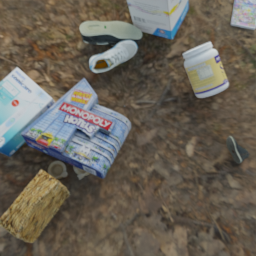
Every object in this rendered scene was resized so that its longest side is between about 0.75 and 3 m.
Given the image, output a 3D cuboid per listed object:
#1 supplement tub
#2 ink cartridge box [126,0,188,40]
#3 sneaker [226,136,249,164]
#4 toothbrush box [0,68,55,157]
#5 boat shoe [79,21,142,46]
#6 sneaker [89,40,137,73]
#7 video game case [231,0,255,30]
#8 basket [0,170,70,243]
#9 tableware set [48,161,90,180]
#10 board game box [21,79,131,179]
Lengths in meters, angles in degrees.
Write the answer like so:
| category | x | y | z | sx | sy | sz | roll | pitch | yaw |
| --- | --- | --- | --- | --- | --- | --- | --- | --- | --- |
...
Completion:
| category | x | y | z | sx | sy | sz | roll | pitch | yaw |
| --- | --- | --- | --- | --- | --- | --- | --- | --- | --- |
| supplement tub | 2.594 | -1.946 | 9.493 | 1.166 | 1.166 | 1.604 | -26 | 102 | -7 |
| ink cartridge box | 1.057 | -4.601 | 9.785 | 1.642 | 2.230 | 1.613 | 23 | 75 | 20 |
| sneaker | 3.621 | 0.656 | 9.278 | 0.497 | 0.350 | 0.935 | -24 | 93 | -26 |
| toothbrush box | -3.847 | -0.521 | 9.406 | 1.745 | 1.016 | 2.383 | 42 | 77 | 11 |
| boat shoe | -0.619 | -3.433 | 10.392 | 2.266 | 0.766 | 0.814 | 3 | 62 | -1 |
| sneaker | -0.495 | -2.459 | 9.918 | 1.854 | 0.709 | 0.749 | -26 | 32 | 7 |
| video game case | 4.596 | -4.524 | 11.020 | 0.944 | 0.119 | 1.318 | 13 | 74 | 4 |
| basket | -2.911 | 2.110 | 8.141 | 1.389 | 1.331 | 1.865 | 28 | 69 | 24 |
| tableware set | -2.016 | 0.902 | 9.401 | 1.529 | 0.212 | 1.831 | -16 | 74 | -3 |
| board game box | -1.406 | -0.184 | 8.975 | 2.733 | 0.843 | 2.731 | 21 | 61 | 12 |
